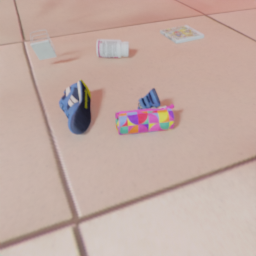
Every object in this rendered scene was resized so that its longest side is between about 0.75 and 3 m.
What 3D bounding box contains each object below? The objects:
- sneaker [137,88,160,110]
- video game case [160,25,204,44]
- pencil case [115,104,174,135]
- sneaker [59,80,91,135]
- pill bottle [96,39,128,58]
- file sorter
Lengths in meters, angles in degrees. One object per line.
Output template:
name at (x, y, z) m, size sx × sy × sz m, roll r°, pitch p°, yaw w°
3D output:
sneaker at (0.691, -0.856, 9.531) m, size 0.639 × 1.553 × 0.574 m, roll -16°, pitch 76°, yaw -8°
video game case at (2.956, -5.194, 15.476) m, size 1.831 × 0.210 × 1.666 m, roll -18°, pitch 43°, yaw -20°
pencil case at (0.545, -0.274, 9.182) m, size 1.956 × 0.865 × 0.865 m, roll -9°, pitch 41°, yaw -9°
sneaker at (-1.847, -0.631, 9.607) m, size 0.957 × 0.860 × 2.326 m, roll -17°, pitch 45°, yaw 14°
pill bottle at (-0.729, -3.749, 13.275) m, size 1.474 × 0.836 × 0.836 m, roll 2°, pitch 40°, yaw 3°
file sorter at (-3.636, -3.550, 11.969) m, size 0.770 × 1.110 × 0.691 m, roll -13°, pitch 70°, yaw -1°
